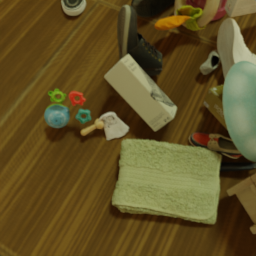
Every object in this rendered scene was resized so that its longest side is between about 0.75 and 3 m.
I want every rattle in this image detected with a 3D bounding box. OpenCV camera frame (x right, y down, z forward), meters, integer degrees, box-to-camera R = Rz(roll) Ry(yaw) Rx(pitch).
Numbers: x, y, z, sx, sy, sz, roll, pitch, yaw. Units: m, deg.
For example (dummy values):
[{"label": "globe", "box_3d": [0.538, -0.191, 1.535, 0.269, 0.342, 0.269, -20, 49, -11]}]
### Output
[{"label": "rattle", "box_3d": [1.909, -4.559, 8.769, 1.990, 2.786, 1.814, -1, 44, -22]}]

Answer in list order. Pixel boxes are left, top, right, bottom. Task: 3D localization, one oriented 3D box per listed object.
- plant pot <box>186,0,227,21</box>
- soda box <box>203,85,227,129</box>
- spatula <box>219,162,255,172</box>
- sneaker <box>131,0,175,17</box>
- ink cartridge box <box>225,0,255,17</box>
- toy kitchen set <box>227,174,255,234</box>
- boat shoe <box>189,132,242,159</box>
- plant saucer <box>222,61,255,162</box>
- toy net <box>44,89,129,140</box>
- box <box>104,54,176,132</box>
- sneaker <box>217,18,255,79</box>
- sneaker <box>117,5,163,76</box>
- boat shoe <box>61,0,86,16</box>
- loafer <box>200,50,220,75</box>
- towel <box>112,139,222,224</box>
[{"label": "plant pot", "box_3d": [2.946, -4.882, 9.888, 1.589, 1.422, 1.589, 0, 65, -1]}, {"label": "soda box", "box_3d": [3.007, -0.353, 7.882, 0.654, 0.618, 1.930, -18, 54, -23]}, {"label": "spatula", "box_3d": [3.473, 0.903, 7.280, 2.874, 0.295, 0.812, -11, 29, 19]}, {"label": "sneaker", "box_3d": [0.882, -5.093, 10.205, 2.761, 1.056, 1.582, -40, 71, -20]}, {"label": "ink cartridge box", "box_3d": [4.088, -4.463, 8.271, 1.823, 2.243, 0.640, -14, 58, -8]}, {"label": "toy kitchen set", "box_3d": [4.473, 1.522, 6.038, 2.959, 2.670, 2.414, -21, 68, -19]}, {"label": "boat shoe", "box_3d": [2.493, 0.433, 7.840, 1.535, 0.480, 0.546, 19, 67, 7]}, {"label": "plant saucer", "box_3d": [3.515, -0.493, 7.369, 2.759, 0.531, 2.759, 7, 78, -37]}, {"label": "toy net", "box_3d": [-1.108, -0.368, 7.901, 2.375, 1.246, 0.459, 11, 21, -15]}, {"label": "box", "box_3d": [0.380, -0.972, 7.790, 2.098, 0.717, 0.862, 46, 30, -10]}, {"label": "sneaker", "box_3d": [3.553, -2.367, 8.852, 1.204, 0.768, 2.083, -2, 84, -25]}, {"label": "sneaker", "box_3d": [0.386, -2.480, 8.237, 1.283, 2.416, 0.903, -10, 53, -7]}, {"label": "boat shoe", "box_3d": [-2.055, -5.308, 10.430, 0.892, 0.803, 2.522, -2, 64, -1]}, {"label": "loafer", "box_3d": [2.779, -2.164, 9.006, 0.455, 0.454, 1.302, 49, 58, -15]}, {"label": "towel", "box_3d": [1.037, 1.307, 7.264, 2.716, 0.495, 2.015, 8, 71, 0]}]
